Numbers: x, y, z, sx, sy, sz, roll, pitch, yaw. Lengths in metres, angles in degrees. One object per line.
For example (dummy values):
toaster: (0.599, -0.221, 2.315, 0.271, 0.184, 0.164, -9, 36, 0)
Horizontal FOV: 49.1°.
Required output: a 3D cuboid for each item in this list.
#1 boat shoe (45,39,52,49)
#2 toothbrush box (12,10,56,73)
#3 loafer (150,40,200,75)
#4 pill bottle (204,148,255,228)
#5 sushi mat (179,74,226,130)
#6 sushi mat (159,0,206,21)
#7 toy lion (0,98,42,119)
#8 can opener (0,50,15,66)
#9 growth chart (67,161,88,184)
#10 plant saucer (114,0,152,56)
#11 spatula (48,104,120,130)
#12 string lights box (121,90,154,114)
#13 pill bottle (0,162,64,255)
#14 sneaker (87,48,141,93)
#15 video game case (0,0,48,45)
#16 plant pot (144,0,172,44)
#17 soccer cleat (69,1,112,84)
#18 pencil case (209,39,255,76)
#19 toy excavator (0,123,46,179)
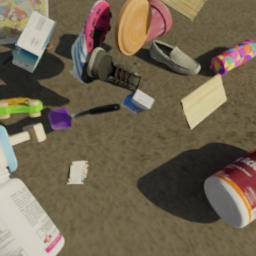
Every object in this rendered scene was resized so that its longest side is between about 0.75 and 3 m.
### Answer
boat shoe: (-3.966, -3.686, 12.459, 1.120, 0.394, 0.394, -20, 63, -10)
toothbrush box: (-3.021, -2.659, 8.881, 0.740, 1.736, 1.271, 26, 73, -22)
loafer: (1.943, -2.974, 11.775, 2.328, 0.813, 0.814, 27, 63, 15)
pill bottle: (3.942, 1.581, 8.541, 2.882, 1.645, 1.645, -28, 63, -16)
sushi mat: (1.851, -0.655, 6.780, 1.561, 0.747, 0.094, -35, 23, -29)
sushi mat: (1.175, -4.399, 8.268, 2.602, 0.157, 1.245, 33, 104, 1)
toy lion: (-2.454, -0.508, 6.309, 1.036, 0.356, 0.993, -3, 19, -6)
can opener: (-4.199, -2.556, 10.139, 0.326, 0.260, 0.975, 32, 60, 7)
growth chart: (-1.699, 1.514, 9.515, 0.633, 0.078, 0.875, 4, 59, 2)
plant saucer: (0.241, -3.195, 8.843, 0.301, 1.863, 1.863, 28, 63, 23)
spatula: (-1.350, -0.435, 8.576, 2.285, 0.646, 0.235, -12, 20, 4)
string lights box: (0.197, -0.590, 6.553, 0.452, 0.879, 0.259, 31, 77, -15)
pill bottle: (-2.117, 1.601, 4.938, 1.095, 1.095, 1.931, -36, 91, -19)
sneaker: (-0.315, -1.655, 8.239, 1.220, 2.297, 0.859, 22, 97, 11)
video game case: (-3.651, -3.529, 9.039, 2.085, 2.291, 0.262, -13, 73, -18)
plant pot: (0.727, -3.866, 10.490, 1.383, 1.383, 1.238, 36, 68, 19)
soccer cleat: (-1.387, -2.826, 9.231, 1.174, 2.719, 0.950, 30, 24, 31)
pencil case: (4.434, -2.941, 11.762, 2.081, 0.920, 0.920, -31, 64, -15)
toy excavator: (-3.312, 0.507, 6.853, 2.640, 2.715, 1.356, -19, 102, -20)
